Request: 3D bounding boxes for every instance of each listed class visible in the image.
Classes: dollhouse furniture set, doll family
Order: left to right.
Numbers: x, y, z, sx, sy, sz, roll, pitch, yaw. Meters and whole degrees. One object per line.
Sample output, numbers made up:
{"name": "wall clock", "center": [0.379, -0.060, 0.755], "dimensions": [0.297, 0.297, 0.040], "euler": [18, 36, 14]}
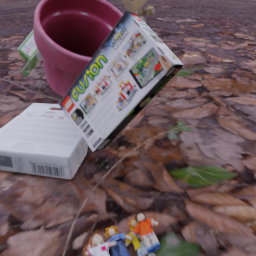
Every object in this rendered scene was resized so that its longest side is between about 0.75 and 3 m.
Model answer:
{"name": "doll family", "center": [-0.054, 2.112, 5.125], "dimensions": [1.387, 0.625, 0.861], "euler": [-25, 44, -5]}
{"name": "dollhouse furniture set", "center": [-0.005, -4.530, 9.999], "dimensions": [1.137, 2.569, 1.332], "euler": [2, 46, 35]}

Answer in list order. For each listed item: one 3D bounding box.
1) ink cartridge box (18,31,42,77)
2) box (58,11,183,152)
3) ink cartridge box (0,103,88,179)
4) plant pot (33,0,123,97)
{"name": "ink cartridge box", "center": [-3.097, -2.618, 9.232], "dimensions": [0.539, 1.817, 0.943], "euler": [35, -8, -9]}
{"name": "box", "center": [-0.270, -0.799, 5.457], "dimensions": [1.358, 2.467, 0.428], "euler": [52, 31, 14]}
{"name": "ink cartridge box", "center": [-2.265, 0.208, 8.014], "dimensions": [2.411, 0.847, 2.967], "euler": [5, 24, 8]}
{"name": "plant pot", "center": [-1.223, -1.847, 6.994], "dimensions": [2.214, 1.982, 2.214], "euler": [10, 58, -16]}
